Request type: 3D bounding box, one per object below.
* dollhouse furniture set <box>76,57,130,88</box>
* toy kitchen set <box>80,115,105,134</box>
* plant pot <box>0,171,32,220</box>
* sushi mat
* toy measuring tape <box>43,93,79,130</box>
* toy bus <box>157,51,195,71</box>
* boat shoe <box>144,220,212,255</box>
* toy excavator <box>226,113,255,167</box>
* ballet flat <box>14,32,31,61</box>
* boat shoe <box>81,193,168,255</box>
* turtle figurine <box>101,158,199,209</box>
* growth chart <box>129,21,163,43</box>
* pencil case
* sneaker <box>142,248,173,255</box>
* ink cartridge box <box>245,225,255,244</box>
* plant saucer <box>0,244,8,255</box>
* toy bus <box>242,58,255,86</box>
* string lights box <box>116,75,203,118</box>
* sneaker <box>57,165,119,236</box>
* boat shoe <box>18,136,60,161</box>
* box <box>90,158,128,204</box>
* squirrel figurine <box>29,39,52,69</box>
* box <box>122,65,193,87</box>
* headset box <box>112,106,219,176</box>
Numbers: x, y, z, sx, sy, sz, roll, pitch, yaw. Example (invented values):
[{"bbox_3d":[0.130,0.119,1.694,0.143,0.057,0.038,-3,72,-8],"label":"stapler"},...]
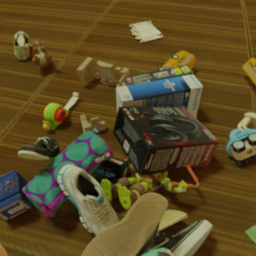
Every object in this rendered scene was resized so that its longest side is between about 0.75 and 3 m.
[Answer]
[{"bbox_3d":[-0.959,-2.041,11.472,1.968,1.020,0.871,20,59,22],"label":"dollhouse furniture set"},{"bbox_3d":[-1.267,-0.289,9.918,0.778,0.634,0.702,-11,45,-11],"label":"toy kitchen set"},{"bbox_3d":[-3.159,1.852,7.479,0.960,0.960,0.863,-26,57,-12],"label":"plant pot"},{"bbox_3d":[0.424,2.541,6.940,2.053,0.982,0.124,-20,86,-19],"label":"sushi mat"},{"bbox_3d":[-2.470,-0.790,10.250,0.792,0.792,2.153,17,52,17],"label":"toy measuring tape"},{"bbox_3d":[1.978,-2.447,12.017,0.893,0.742,2.281,30,51,17],"label":"toy bus"},{"bbox_3d":[0.814,2.863,6.476,2.707,0.957,0.862,-29,53,-24],"label":"boat shoe"},{"bbox_3d":[3.789,0.229,9.121,1.579,0.811,1.624,-25,36,2],"label":"toy excavator"},{"bbox_3d":[-5.263,-4.265,13.848,0.873,0.873,2.470,-11,45,-11],"label":"ballet flat"},{"bbox_3d":[0.004,2.156,5.314,0.814,0.734,2.264,18,38,33],"label":"boat shoe"},{"bbox_3d":[0.362,1.437,7.942,2.227,0.889,2.762,-17,32,-40],"label":"turtle figurine"},{"bbox_3d":[0.906,-5.297,15.348,1.596,0.196,2.205,-13,46,-13],"label":"growth chart"},{"bbox_3d":[-1.524,1.163,7.498,1.143,1.053,2.474,19,54,44],"label":"pencil case"},{"bbox_3d":[0.756,3.199,5.079,0.886,2.285,1.042,-23,25,-9],"label":"sneaker"},{"bbox_3d":[4.063,2.481,7.153,1.851,0.549,0.961,-22,48,-21],"label":"ink cartridge box"},{"bbox_3d":[-3.444,3.085,5.212,2.392,0.448,2.392,11,43,-11],"label":"plant saucer"},{"bbox_3d":[5.373,-2.120,11.327,0.613,0.737,1.883,30,32,-26],"label":"toy bus"},{"bbox_3d":[1.066,-0.851,9.884,2.855,1.467,0.842,-11,45,-12],"label":"string lights box"},{"bbox_3d":[-0.817,1.849,6.742,0.832,2.219,0.961,-44,16,-31],"label":"sneaker"},{"bbox_3d":[-2.355,0.545,7.547,0.741,2.063,0.698,5,84,5],"label":"boat shoe"},{"bbox_3d":[-1.083,1.392,8.352,1.815,0.417,1.443,17,47,16],"label":"box"},{"bbox_3d":[-3.978,-3.339,12.550,0.856,1.210,1.129,-25,80,-13],"label":"squirrel figurine"},{"bbox_3d":[1.027,-1.531,10.582,2.592,1.427,0.450,-15,63,-14],"label":"box"},{"bbox_3d":[1.202,0.264,8.575,2.739,1.058,2.038,-3,37,-26],"label":"headset box"}]
